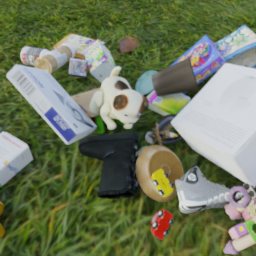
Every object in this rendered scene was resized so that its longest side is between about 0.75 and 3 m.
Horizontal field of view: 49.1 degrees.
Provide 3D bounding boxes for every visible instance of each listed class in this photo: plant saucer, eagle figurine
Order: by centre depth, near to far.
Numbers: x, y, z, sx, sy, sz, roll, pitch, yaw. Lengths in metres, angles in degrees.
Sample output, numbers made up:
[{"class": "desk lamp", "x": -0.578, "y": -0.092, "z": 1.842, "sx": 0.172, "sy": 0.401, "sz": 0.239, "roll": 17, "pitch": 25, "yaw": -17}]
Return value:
[{"class": "plant saucer", "x": 1.121, "y": 1.393, "z": 8.921, "sx": 1.848, "sy": 0.327, "sz": 1.848, "roll": 11, "pitch": 66, "yaw": -26}, {"class": "eagle figurine", "x": 1.399, "y": 0.190, "z": 10.122, "sx": 1.029, "sy": 1.034, "sz": 1.363, "roll": 39, "pitch": 36, "yaw": 18}, {"class": "plant saucer", "x": 0.907, "y": -1.999, "z": 12.669, "sx": 1.262, "sy": 0.227, "sz": 1.262, "roll": -23, "pitch": 50, "yaw": 31}]

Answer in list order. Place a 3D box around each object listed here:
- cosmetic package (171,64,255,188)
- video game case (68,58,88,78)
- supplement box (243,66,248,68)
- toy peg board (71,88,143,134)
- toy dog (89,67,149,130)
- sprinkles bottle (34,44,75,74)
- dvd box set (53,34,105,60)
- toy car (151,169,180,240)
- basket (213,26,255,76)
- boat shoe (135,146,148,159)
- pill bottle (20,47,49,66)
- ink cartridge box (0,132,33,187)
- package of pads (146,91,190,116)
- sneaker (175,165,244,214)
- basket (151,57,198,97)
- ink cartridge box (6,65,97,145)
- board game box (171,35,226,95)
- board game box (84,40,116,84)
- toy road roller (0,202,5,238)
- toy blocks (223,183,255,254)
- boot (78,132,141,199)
[{"class": "cosmetic package", "x": 3.487, "y": -0.224, "z": 8.864, "sx": 2.891, "sy": 1.777, "sz": 2.882, "roll": -45, "pitch": 33, "yaw": -4}, {"class": "video game case", "x": -2.221, "y": -2.659, "z": 12.415, "sx": 0.804, "sy": 0.113, "sz": 0.889, "roll": 6, "pitch": 66, "yaw": -13}, {"class": "supplement box", "x": 4.641, "y": -1.902, "z": 11.926, "sx": 0.716, "sy": 1.065, "sz": 1.066, "roll": 37, "pitch": 64, "yaw": -23}, {"class": "toy peg board", "x": -0.840, "y": -0.792, "z": 11.352, "sx": 2.254, "sy": 1.103, "sz": 2.245, "roll": -20, "pitch": 29, "yaw": -23}, {"class": "toy dog", "x": -0.141, "y": -0.826, "z": 8.833, "sx": 1.377, "sy": 1.914, "sz": 1.974, "roll": 12, "pitch": 16, "yaw": -29}, {"class": "sprinkles bottle", "x": -3.417, "y": -3.275, "z": 13.297, "sx": 0.862, "sy": 0.862, "sz": 2.526, "roll": 11, "pitch": 33, "yaw": 11}, {"class": "dvd box set", "x": -2.655, "y": -4.441, "z": 15.335, "sx": 2.282, "sy": 0.335, "sz": 1.669, "roll": 19, "pitch": 47, "yaw": 16}, {"class": "toy car", "x": 1.420, "y": 2.238, "z": 8.413, "sx": 1.833, "sy": 0.434, "sz": 1.948, "roll": 6, "pitch": 80, "yaw": -27}, {"class": "basket", "x": 4.936, "y": -2.708, "z": 12.261, "sx": 2.577, "sy": 2.033, "sz": 2.923, "roll": -30, "pitch": 64, "yaw": 20}, {"class": "boat shoe", "x": 0.388, "y": 0.951, "z": 9.823, "sx": 0.856, "sy": 0.268, "sz": 0.313, "roll": -29, "pitch": 22, "yaw": -25}, {"class": "pill bottle", "x": -4.466, "y": -3.522, "z": 14.040, "sx": 1.567, "sy": 0.892, "sz": 0.892, "roll": 12, "pitch": 47, "yaw": 14}, {"class": "ink cartridge box", "x": -4.419, "y": 1.137, "z": 9.541, "sx": 1.324, "sy": 0.797, "sz": 1.822, "roll": 26, "pitch": 52, "yaw": 22}, {"class": "package of pads", "x": 1.679, "y": -1.097, "z": 11.919, "sx": 1.621, "sy": 0.553, "sz": 1.253, "roll": 29, "pitch": 54, "yaw": 26}, {"class": "sneaker", "x": 2.454, "y": 1.688, "z": 8.414, "sx": 2.345, "sy": 0.880, "sz": 1.354, "roll": -1, "pitch": 57, "yaw": -24}, {"class": "basket", "x": 1.858, "y": -1.920, "z": 11.323, "sx": 1.642, "sy": 1.480, "sz": 1.116, "roll": -16, "pitch": 42, "yaw": 17}, {"class": "ink cartridge box", "x": -2.301, "y": -0.833, "z": 9.518, "sx": 0.575, "sy": 2.830, "sz": 2.824, "roll": -42, "pitch": 90, "yaw": 10}, {"class": "board game box", "x": 2.877, "y": -2.700, "z": 12.371, "sx": 0.536, "sy": 2.396, "sz": 1.611, "roll": 28, "pitch": 35, "yaw": -37}, {"class": "board game box", "x": -1.312, "y": -3.153, "z": 13.335, "sx": 0.976, "sy": 0.993, "sz": 1.894, "roll": -36, "pitch": 46, "yaw": 15}, {"class": "toy road roller", "x": -4.372, "y": 2.740, "z": 7.724, "sx": 1.437, "sy": 1.209, "sz": 1.968, "roll": 37, "pitch": 55, "yaw": 17}, {"class": "toy blocks", "x": 3.133, "y": 2.777, "z": 7.343, "sx": 1.752, "sy": 2.082, "sz": 1.945, "roll": -37, "pitch": 52, "yaw": 22}, {"class": "boot", "x": -0.696, "y": 1.286, "z": 9.244, "sx": 2.509, "sy": 0.929, "sz": 2.056, "roll": -10, "pitch": 62, "yaw": 26}]
